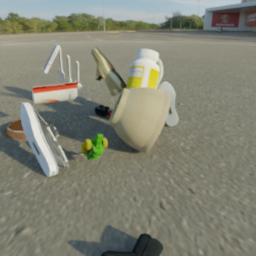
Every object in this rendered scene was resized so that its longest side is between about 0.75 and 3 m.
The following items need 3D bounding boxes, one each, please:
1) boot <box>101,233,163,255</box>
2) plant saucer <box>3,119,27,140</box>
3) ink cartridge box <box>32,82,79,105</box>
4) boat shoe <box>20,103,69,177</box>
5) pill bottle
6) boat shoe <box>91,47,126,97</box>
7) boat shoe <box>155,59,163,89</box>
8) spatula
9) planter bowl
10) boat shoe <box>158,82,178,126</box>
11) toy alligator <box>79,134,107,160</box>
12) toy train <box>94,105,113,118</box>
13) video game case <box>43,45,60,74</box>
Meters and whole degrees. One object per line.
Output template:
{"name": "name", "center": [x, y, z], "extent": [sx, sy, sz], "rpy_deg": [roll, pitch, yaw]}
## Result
{"name": "boot", "center": [0.093, 2.314, 5.193], "extent": [0.990, 0.378, 0.832], "rpy_deg": [15, 29, 17]}
{"name": "plant saucer", "center": [-3.989, -0.021, 11.053], "extent": [1.788, 0.308, 1.788], "rpy_deg": [-1, 22, 0]}
{"name": "ink cartridge box", "center": [-2.182, -1.026, 8.465], "extent": [1.337, 0.413, 1.648], "rpy_deg": [-10, 5, -19]}
{"name": "boat shoe", "center": [-2.420, 0.259, 8.181], "extent": [0.773, 2.281, 0.818], "rpy_deg": [-20, -14, -39]}
{"name": "pill bottle", "center": [0.559, -1.866, 10.553], "extent": [1.118, 2.008, 1.118], "rpy_deg": [12, -1, 0]}
{"name": "boat shoe", "center": [-1.028, -2.310, 11.585], "extent": [2.349, 0.894, 0.842], "rpy_deg": [57, 11, 23]}
{"name": "boat shoe", "center": [1.018, -1.983, 11.634], "extent": [0.673, 1.871, 0.580], "rpy_deg": [12, 6, 11]}
{"name": "spatula", "center": [-2.507, -2.392, 12.078], "extent": [1.456, 2.095, 0.168], "rpy_deg": [39, 59, 15]}
{"name": "planter bowl", "center": [0.244, -0.433, 9.082], "extent": [1.442, 2.142, 2.142], "rpy_deg": [23, 20, -10]}
{"name": "boat shoe", "center": [1.530, -1.002, 11.077], "extent": [0.721, 1.954, 0.667], "rpy_deg": [-26, 35, 0]}
{"name": "toy alligator", "center": [-1.056, 0.707, 8.148], "extent": [0.580, 0.531, 1.957], "rpy_deg": [-3, -19, -26]}
{"name": "toy train", "center": [-0.524, -0.541, 12.135], "extent": [2.577, 0.440, 0.590], "rpy_deg": [18, 32, 38]}
{"name": "video game case", "center": [-3.039, -2.740, 11.046], "extent": [0.144, 1.146, 1.257], "rpy_deg": [26, 7, -24]}
